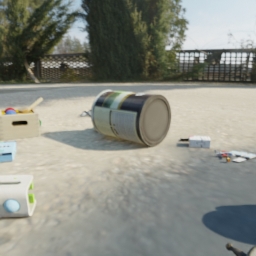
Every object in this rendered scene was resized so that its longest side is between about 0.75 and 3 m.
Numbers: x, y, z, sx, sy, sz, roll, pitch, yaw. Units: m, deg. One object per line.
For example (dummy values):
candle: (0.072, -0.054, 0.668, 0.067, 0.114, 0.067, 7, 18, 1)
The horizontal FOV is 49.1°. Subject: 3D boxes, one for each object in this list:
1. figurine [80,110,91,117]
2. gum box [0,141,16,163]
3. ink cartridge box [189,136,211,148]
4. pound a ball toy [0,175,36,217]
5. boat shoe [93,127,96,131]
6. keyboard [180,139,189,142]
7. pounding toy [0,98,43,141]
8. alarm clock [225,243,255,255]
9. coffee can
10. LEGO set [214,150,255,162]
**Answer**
figurine: (-2.435, -0.864, 16.984, 0.894, 0.395, 0.917, -8, 13, 2)
gum box: (-4.582, 0.821, 9.588, 1.311, 0.344, 1.543, -4, 14, -17)
ink cartridge box: (2.762, 0.538, 10.844, 0.790, 0.327, 0.579, 2, 13, 9)
pound a ball toy: (-2.933, 1.276, 5.735, 1.813, 1.182, 0.770, 0, 22, -4)
boat shoe: (-0.592, -0.274, 13.572, 2.360, 0.735, 0.881, -25, 30, -28)
keyboard: (2.633, 0.514, 11.489, 0.929, 0.096, 0.590, -1, 7, 1)
pounding toy: (-4.752, -0.470, 12.649, 2.079, 1.478, 1.914, -6, 15, -24)
alarm clock: (2.303, 2.092, 2.979, 2.443, 0.813, 1.648, 7, 18, 17)
coffee can: (0.083, -0.467, 11.452, 2.723, 1.993, 1.993, 11, 17, 41)
LEGO set: (3.563, 0.888, 9.472, 1.223, 0.300, 0.914, -10, 12, -32)
